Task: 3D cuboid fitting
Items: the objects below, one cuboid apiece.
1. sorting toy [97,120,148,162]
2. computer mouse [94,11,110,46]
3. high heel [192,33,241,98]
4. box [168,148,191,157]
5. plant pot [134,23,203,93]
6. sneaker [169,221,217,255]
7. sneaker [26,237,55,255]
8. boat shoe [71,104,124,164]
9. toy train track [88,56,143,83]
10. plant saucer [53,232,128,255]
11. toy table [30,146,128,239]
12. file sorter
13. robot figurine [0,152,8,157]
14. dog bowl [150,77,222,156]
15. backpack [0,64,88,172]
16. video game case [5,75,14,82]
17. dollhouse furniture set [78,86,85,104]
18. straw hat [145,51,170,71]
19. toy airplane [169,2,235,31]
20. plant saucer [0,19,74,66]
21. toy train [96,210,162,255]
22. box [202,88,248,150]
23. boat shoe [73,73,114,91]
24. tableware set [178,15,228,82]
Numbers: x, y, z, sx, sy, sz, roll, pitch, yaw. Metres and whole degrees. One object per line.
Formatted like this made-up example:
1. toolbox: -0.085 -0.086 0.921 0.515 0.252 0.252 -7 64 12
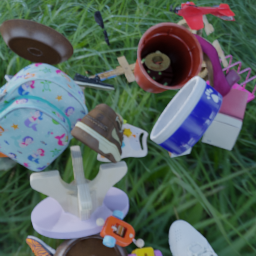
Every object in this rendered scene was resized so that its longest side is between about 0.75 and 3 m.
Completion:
1. sorting toy: -0.103 0.365 10.426 1.729 1.026 1.920 15 47 -12
2. computer mouse: -1.033 -3.852 10.849 0.300 0.517 1.764 -16 63 -2
3. high heel: 2.469 -1.956 8.907 1.070 0.750 2.225 -44 84 6
4. box: 1.775 0.164 10.077 0.767 1.443 1.099 -11 49 -10
5. plant pot: 1.090 -2.063 9.256 2.025 1.970 2.025 1 85 -10
6. sneaker: 2.089 3.575 7.163 1.093 1.278 2.934 -23 51 -19
7. sneaker: -2.503 3.529 7.748 1.170 0.454 0.656 23 51 19
8. boat shoe: -0.473 0.162 7.061 1.110 3.007 1.112 32 82 6
9. toy train track: -0.645 -2.440 13.125 2.922 0.475 1.676 -18 58 -8
10. plant saucer: -0.974 3.751 7.409 2.215 0.355 2.215 6 51 -7
11. toy table: -1.379 1.882 8.072 2.839 1.663 2.610 -13 31 -23
12. file sorter: 4.262 -2.117 12.138 1.563 1.411 2.250 -26 53 -21
13. robot figurine: -4.309 0.580 10.064 1.589 1.143 0.927 -2 70 -2
14. dog bowl: 1.394 -0.277 6.893 0.746 1.894 1.894 36 53 -4
15. backpack: -2.398 -0.300 7.458 2.562 2.274 1.929 -42 33 10
16. video game case: -3.845 -1.478 10.396 1.141 0.131 1.039 48 19 12
17. dollhouse furniture set: -3.173 -1.107 11.023 2.422 1.581 2.287 33 55 22
18. straw hat: 0.928 -2.204 8.861 0.843 0.843 0.357 6 63 5
19. toy airplane: 2.316 -3.550 8.615 2.130 0.392 2.130 3 43 -3
20. plant saucer: -3.268 -2.880 10.000 2.581 2.581 0.472 8 74 7
21. toy train: -0.229 3.652 7.157 2.030 0.752 2.703 26 47 -10
22. box: 3.709 -0.411 10.671 1.123 1.318 2.062 18 51 15
23. boat shoe: -1.103 -1.510 9.054 1.363 0.509 0.452 8 86 1
24. tableware set: 2.381 -3.008 10.623 0.586 1.934 2.926 12 55 -45
